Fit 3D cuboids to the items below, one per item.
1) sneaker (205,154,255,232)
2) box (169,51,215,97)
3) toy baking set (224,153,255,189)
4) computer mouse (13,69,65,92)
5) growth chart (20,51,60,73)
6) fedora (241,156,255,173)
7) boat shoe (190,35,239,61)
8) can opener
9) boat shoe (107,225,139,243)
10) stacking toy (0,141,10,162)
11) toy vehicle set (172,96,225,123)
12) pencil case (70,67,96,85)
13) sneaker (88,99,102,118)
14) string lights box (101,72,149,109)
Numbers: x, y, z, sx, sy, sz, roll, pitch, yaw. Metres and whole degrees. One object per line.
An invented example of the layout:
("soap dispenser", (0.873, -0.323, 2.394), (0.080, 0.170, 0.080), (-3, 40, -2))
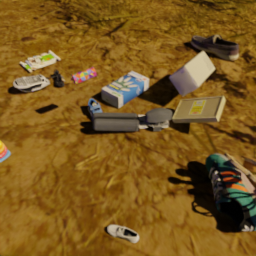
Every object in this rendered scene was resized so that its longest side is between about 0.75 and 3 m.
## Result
("sneaker", (2.896, 1.796, 8.201), (1.051, 0.939, 2.632), (-13, 42, -17))
("box", (2.779, -2.344, 11.917), (1.057, 0.879, 2.572), (55, 41, -4))
("toy baking set", (3.676, 1.662, 7.821), (0.325, 2.141, 2.790), (-52, 49, 11))
("computer mouse", (-4.123, -2.082, 12.982), (2.292, 0.503, 1.257), (-17, 49, -27))
("growth chart", (-4.673, -3.550, 14.863), (1.486, 0.182, 2.054), (33, 50, 33))
("fedora", (3.644, 1.104, 8.124), (0.874, 0.874, 0.357), (23, 89, 24))
("boat shoe", (4.808, -4.675, 15.523), (1.072, 0.966, 2.980), (-29, 49, -29))
("can opener", (0.162, -0.417, 10.590), (2.998, 1.002, 0.800), (1, 39, -12))
("boat shoe", (-0.140, 2.794, 7.550), (0.911, 0.298, 0.335), (11, 43, 13))
("stacking toy", (-4.564, 0.496, 9.341), (0.799, 1.377, 0.756), (24, 47, 25))
("toy vehicle set", (2.644, -0.679, 10.581), (1.800, 0.239, 1.118), (-1, 47, 40))
("pencil case", (-1.566, -1.834, 9.863), (0.886, 0.392, 0.392), (-23, 46, -17))
("sneaker", (-1.308, -0.678, 11.314), (0.490, 0.545, 1.326), (-19, 47, -23))
("string lights box", (-0.109, -1.726, 12.448), (1.038, 0.595, 2.020), (30, 50, 30))
